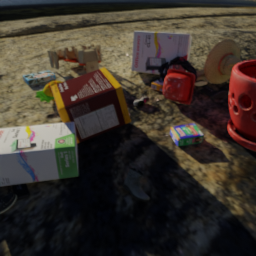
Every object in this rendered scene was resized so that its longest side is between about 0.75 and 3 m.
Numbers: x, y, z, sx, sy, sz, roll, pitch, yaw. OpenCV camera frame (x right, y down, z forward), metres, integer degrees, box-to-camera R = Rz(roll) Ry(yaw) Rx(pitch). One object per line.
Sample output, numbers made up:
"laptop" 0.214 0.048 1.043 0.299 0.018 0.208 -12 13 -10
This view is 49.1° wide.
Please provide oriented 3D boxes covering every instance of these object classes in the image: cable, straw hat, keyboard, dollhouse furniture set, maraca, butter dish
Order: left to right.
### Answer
"keyboard" -3.118 1.703 7.852 0.537 0.115 0.895 -10 31 -28
"maraca" -3.394 -1.615 12.699 1.107 0.864 1.615 32 47 29
"dollhouse furniture set" -2.803 -3.901 16.338 2.908 1.498 2.876 -18 25 -30
"butter dish" 2.038 -1.753 12.222 1.411 1.415 1.046 22 27 34
"cable" 2.413 -2.629 13.683 1.679 0.523 2.058 -18 59 -5
"straw hat" 5.001 -3.055 13.703 2.435 2.435 1.030 -15 36 -24

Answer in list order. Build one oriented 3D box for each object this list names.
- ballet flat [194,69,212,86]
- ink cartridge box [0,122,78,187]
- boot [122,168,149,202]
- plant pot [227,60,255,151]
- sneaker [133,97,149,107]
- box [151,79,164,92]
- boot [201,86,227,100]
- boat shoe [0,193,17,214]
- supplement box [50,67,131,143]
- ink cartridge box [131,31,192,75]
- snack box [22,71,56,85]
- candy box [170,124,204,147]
"ballet flat" 3.985 -2.632 14.607 2.602 0.886 0.875 -22 58 -24
"ink cartridge box" -2.813 0.722 8.434 2.502 1.051 1.812 -6 26 -9
"boot" 0.262 1.513 7.578 0.973 0.636 0.329 29 13 40
"plant pot" 4.787 -0.734 9.510 2.828 2.575 2.828 0 32 0
"sneaker" 0.647 -1.135 12.439 0.805 0.297 0.352 -22 38 -26
"box" 1.990 -2.253 14.298 0.932 0.325 1.566 23 36 34
"boot" 4.080 -1.729 13.387 0.823 0.328 0.999 -16 31 -16
"boat shoe" -3.324 1.958 7.110 0.382 0.339 1.023 24 45 36
"supplement box" -1.436 -0.900 10.403 2.249 1.493 2.218 -22 34 -9
"ink cartridge box" 1.794 -4.016 15.206 2.999 2.213 1.284 8 15 14
"snack box" -4.793 -2.725 15.103 1.515 0.281 0.880 -20 36 -30
"candy box" 2.074 0.243 9.998 0.953 0.367 0.806 -10 35 -9
